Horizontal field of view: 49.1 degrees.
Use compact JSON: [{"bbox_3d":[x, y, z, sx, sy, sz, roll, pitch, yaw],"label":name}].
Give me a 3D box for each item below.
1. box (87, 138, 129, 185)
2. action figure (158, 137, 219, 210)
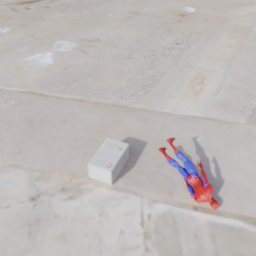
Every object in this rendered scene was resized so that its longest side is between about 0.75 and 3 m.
[{"bbox_3d":[-0.594,1.030,8.837,0.811,0.635,1.304,16,42,18],"label":"box"},{"bbox_3d":[1.839,1.357,8.204,0.610,0.772,2.359,1,48,-49],"label":"action figure"}]
